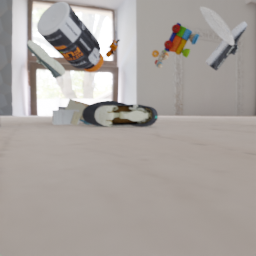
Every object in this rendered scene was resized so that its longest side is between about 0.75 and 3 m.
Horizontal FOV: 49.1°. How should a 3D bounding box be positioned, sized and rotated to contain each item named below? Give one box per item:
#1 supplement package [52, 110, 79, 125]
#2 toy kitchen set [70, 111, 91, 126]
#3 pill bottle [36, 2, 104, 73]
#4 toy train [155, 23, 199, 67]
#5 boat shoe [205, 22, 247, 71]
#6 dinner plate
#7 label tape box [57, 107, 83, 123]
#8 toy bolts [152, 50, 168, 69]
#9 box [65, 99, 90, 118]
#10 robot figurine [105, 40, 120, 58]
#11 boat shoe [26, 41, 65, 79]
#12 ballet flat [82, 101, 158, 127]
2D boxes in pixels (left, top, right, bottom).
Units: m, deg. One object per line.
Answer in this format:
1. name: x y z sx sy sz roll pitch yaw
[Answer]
1. supplement package: -2.704 -0.468 12.082 1.083 0.633 0.635 -1 3 -21
2. toy kitchen set: -1.965 -0.287 11.518 0.906 0.534 0.726 22 -9 -31
3. pill bottle: -2.167 -3.496 11.493 1.577 1.577 2.969 2 -22 29
4. toy train: 2.189 -3.442 12.447 1.198 2.071 0.877 29 13 13
5. boat shoe: 3.746 -2.968 10.363 0.646 1.907 0.684 38 24 -3
6. dinner plate: 2.428 -2.765 7.489 1.349 1.349 0.163 -3 -28 -47
7. label tape box: -2.089 -0.686 14.314 2.559 0.810 1.845 0 3 4
8. toy bolts: 1.552 -3.401 13.945 0.811 0.849 0.589 8 34 -13
9. box: -2.067 -0.773 12.948 1.512 0.588 0.718 17 -19 3
10. robot figurine: -0.648 -3.249 11.366 0.317 0.789 1.088 33 27 -17
11. boat shoe: -2.299 -1.808 7.625 0.396 0.467 1.283 -30 -47 21
12. ballet flat: -0.318 -0.475 9.931 2.766 1.011 1.011 2 3 2
